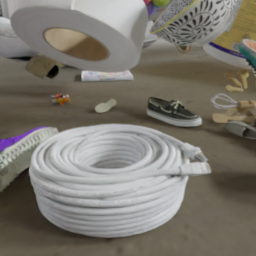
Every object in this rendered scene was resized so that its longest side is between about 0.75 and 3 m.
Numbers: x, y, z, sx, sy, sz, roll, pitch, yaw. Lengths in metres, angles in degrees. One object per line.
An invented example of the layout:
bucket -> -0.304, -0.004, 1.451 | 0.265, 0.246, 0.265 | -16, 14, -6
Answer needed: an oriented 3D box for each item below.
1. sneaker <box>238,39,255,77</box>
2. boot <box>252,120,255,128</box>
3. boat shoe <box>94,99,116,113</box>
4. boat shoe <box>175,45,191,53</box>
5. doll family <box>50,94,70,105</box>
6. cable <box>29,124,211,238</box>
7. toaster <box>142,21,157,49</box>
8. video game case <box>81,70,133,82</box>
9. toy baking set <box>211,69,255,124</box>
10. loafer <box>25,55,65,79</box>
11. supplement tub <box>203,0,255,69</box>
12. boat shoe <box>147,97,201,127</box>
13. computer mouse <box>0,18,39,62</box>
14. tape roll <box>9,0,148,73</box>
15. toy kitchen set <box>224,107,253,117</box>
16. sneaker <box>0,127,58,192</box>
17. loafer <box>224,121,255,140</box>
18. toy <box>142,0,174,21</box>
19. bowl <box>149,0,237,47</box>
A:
sneaker -> 2.230, -0.938, 4.585 | 1.221, 0.488, 0.436 | 34, 46, -6
boot -> 3.849, 0.067, 7.131 | 1.400, 0.557, 1.608 | -6, 43, 50
boat shoe -> -0.802, -0.700, 9.609 | 0.888, 0.319, 0.300 | -30, -3, -40
boat shoe -> 1.565, -3.318, 9.089 | 0.659, 1.852, 0.580 | -18, 10, 25
doll family -> -2.452, -1.019, 10.324 | 0.538, 0.390, 0.866 | -5, 3, 8
cable -> -0.311, 0.732, 5.032 | 2.733, 0.946, 2.734 | -11, 24, -23
toaster -> 0.028, -3.906, 11.308 | 1.202, 2.026, 1.832 | -25, 8, -39
video game case -> -1.143, -2.763, 14.757 | 2.561, 0.231, 1.834 | -3, 22, -7
toy baking set -> 3.418, -0.775, 8.253 | 1.749, 0.265, 2.279 | 30, 69, 8
loafer -> -2.229, -1.773, 8.128 | 0.687, 0.620, 1.817 | -39, 4, 31
supplement tub -> 3.498, -3.283, 8.001 | 1.972, 2.713, 1.972 | 12, 31, -7
boat shoe -> 1.345, -0.525, 8.594 | 1.952, 0.621, 0.690 | 19, 29, 39
computer mouse -> -3.286, -2.329, 7.052 | 0.636, 1.589, 2.898 | -7, 4, 33
tape roll -> -1.064, -2.330, 6.423 | 2.978, 1.041, 2.978 | 13, -10, 2
toy kitchen set -> 3.367, -0.284, 8.469 | 0.758, 0.684, 0.619 | -36, 7, 20
sneaker -> -2.481, 0.489, 5.795 | 1.157, 0.809, 2.326 | 10, 24, 26
loafer -> 3.065, 0.068, 7.465 | 1.051, 0.367, 0.367 | 16, 19, 34
toy -> 0.599, -3.595, 7.377 | 1.558, 0.639, 2.705 | -3, -22, -5
bowl -> 1.558, -2.422, 5.938 | 2.124, 0.997, 2.124 | -42, 18, 17
